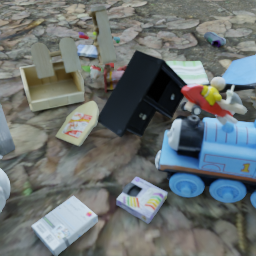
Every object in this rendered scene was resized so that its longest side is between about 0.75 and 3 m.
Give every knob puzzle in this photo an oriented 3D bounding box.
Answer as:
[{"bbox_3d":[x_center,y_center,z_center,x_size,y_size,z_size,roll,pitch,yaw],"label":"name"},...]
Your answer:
[{"bbox_3d":[-1.137,-0.142,6.930,1.327,0.184,1.327,-23,44,24],"label":"knob puzzle"}]

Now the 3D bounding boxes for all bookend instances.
[{"bbox_3d":[0.527,-0.578,7.171,0.906,1.954,1.966,32,93,38],"label":"bookend"}]

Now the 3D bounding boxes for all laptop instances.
[{"bbox_3d":[2.690,-1.566,7.780,1.917,1.111,1.795,2,1,-18],"label":"laptop"}]

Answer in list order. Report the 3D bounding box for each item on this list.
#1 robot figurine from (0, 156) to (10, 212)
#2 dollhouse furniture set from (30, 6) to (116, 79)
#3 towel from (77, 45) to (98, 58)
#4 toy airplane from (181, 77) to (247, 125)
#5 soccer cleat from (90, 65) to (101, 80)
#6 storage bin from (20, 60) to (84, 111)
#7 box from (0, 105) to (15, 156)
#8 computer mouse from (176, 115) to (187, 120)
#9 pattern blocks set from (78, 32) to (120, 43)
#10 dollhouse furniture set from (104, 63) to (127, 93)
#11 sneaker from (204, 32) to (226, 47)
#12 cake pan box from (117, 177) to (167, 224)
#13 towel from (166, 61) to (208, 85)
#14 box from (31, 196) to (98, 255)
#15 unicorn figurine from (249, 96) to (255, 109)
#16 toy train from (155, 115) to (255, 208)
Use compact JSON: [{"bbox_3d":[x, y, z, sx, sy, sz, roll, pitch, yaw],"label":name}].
[{"bbox_3d":[-2.745,1.348,4.721,1.632,1.087,1.925,-12,45,33],"label":"robot figurine"},{"bbox_3d":[-1.761,-2.564,8.518,2.432,1.615,2.131,-14,15,-10],"label":"dollhouse furniture set"},{"bbox_3d":[-1.409,-3.065,11.063,1.332,0.159,0.978,6,39,7],"label":"towel"},{"bbox_3d":[1.443,-0.467,4.615,1.020,0.720,1.016,23,8,20],"label":"toy airplane"},{"bbox_3d":[-1.071,-1.777,9.003,0.350,0.435,1.021,16,9,-11],"label":"soccer cleat"},{"bbox_3d":[-2.264,-1.297,8.395,1.600,0.750,1.589,-14,39,-17],"label":"storage bin"},{"bbox_3d":[-3.670,-0.500,6.658,2.184,1.729,0.528,31,48,32],"label":"box"},{"bbox_3d":[1.729,0.195,6.994,0.457,0.265,1.559,3,34,-39],"label":"computer mouse"},{"bbox_3d":[-1.126,-3.585,11.062,1.648,0.134,1.449,8,7,-9],"label":"pattern blocks set"},{"bbox_3d":[-0.348,-1.836,9.146,0.873,0.660,1.622,-2,39,-3],"label":"dollhouse furniture set"},{"bbox_3d":[3.520,-3.686,11.666,0.463,0.394,1.058,-32,49,-26],"label":"sneaker"},{"bbox_3d":[0.266,1.391,5.538,0.788,0.206,0.725,25,43,27],"label":"cake pan box"},{"bbox_3d":[1.957,-1.837,9.447,1.333,0.274,1.786,2,39,2],"label":"towel"},{"bbox_3d":[-1.138,1.730,5.067,0.729,0.193,0.935,26,46,38],"label":"box"},{"bbox_3d":[4.265,-1.266,8.205,1.619,0.870,2.357,-31,11,20],"label":"unicorn figurine"},{"bbox_3d":[2.002,0.568,5.366,2.937,1.678,1.273,9,40,10],"label":"toy train"}]
